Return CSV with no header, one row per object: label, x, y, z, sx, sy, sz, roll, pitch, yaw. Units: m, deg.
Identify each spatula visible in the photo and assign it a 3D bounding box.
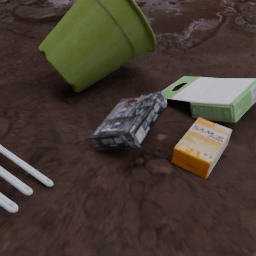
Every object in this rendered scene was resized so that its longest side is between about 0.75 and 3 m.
spatula,-2.854,0.545,5.553,2.747,0.221,1.910,32,10,6

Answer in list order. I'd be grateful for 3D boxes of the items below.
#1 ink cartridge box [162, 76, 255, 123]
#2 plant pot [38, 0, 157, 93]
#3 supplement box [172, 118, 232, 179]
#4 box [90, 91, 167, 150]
ink cartridge box,2.349,-0.951,8.390,2.535,0.608,1.844,10,35,43
plant pot,-1.098,-2.589,8.459,2.737,2.882,2.882,-41,47,-1
supplement box,1.775,0.427,6.695,0.893,0.521,1.417,24,44,25
box,0.037,-0.184,6.864,1.335,0.421,1.693,-7,34,38
